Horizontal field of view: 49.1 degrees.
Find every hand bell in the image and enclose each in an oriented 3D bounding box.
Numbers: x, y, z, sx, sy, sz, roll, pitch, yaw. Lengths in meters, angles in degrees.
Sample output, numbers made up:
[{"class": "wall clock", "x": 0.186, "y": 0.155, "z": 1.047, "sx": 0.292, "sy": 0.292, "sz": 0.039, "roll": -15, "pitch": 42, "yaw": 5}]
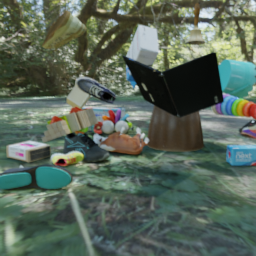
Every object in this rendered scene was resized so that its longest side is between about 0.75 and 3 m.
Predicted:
[{"class": "hand bell", "x": 1.863, "y": -2.858, "z": 7.686, "sx": 0.546, "sy": 1.048, "sz": 0.546, "roll": 1, "pitch": 5, "yaw": 0}]

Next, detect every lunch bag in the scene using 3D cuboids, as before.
[{"class": "lunch bag", "x": -1.960, "y": -0.271, "z": 15.361, "sx": 1.057, "sy": 0.899, "sz": 0.674, "roll": -4, "pitch": 11, "yaw": -22}]

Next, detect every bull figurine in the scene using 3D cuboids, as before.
[{"class": "bull figurine", "x": -0.284, "y": 0.513, "z": 10.858, "sx": 2.164, "sy": 0.705, "sz": 1.314, "roll": 11, "pitch": 38, "yaw": 30}]

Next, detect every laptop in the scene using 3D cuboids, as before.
[{"class": "laptop", "x": 1.371, "y": -1.439, "z": 8.430, "sx": 2.442, "sy": 1.261, "sz": 2.164, "roll": 33, "pitch": -15, "yaw": 38}]

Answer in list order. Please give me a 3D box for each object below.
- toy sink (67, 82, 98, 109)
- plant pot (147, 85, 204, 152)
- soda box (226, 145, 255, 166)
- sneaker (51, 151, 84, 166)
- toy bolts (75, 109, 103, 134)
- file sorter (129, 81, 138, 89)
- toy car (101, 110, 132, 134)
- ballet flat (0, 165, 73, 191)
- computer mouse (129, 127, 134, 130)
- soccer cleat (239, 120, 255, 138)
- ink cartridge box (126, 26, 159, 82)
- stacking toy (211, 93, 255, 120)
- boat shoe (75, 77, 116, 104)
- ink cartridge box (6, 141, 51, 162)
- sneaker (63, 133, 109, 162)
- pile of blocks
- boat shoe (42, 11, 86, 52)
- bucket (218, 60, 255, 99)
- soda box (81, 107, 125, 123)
[{"class": "toy sink", "x": -2.273, "y": -1.735, "z": 13.706, "sx": 0.862, "sy": 1.539, "sz": 1.003, "roll": 34, "pitch": -14, "yaw": -6}, {"class": "plant pot", "x": 2.011, "y": -0.552, "z": 11.857, "sx": 2.444, "sy": 2.615, "sz": 2.444, "roll": 0, "pitch": 10, "yaw": 0}, {"class": "soda box", "x": 4.197, "y": 0.907, "z": 9.303, "sx": 1.695, "sy": 0.575, "sz": 0.544, "roll": 0, "pitch": 10, "yaw": 0}, {"class": "sneaker", "x": -1.959, "y": 1.066, "z": 9.148, "sx": 1.057, "sy": 0.413, "sz": 0.477, "roll": -7, "pitch": 22, "yaw": -18}, {"class": "toy bolts", "x": -2.043, "y": -0.209, "z": 14.505, "sx": 1.425, "sy": 1.361, "sz": 0.988, "roll": 16, "pitch": -12, "yaw": -20}, {"class": "file sorter", "x": 0.427, "y": -2.646, "z": 14.368, "sx": 0.622, "sy": 1.014, "sz": 0.703, "roll": -13, "pitch": -28, "yaw": -23}, {"class": "toy car", "x": -0.624, "y": -0.366, "z": 14.900, "sx": 1.649, "sy": 1.237, "sz": 1.443, "roll": 1, "pitch": 9, "yaw": 8}, {"class": "ballet flat", "x": -2.364, "y": 1.243, "z": 7.226, "sx": 1.888, "sy": 0.690, "sz": 0.690, "roll": -3, "pitch": 10, "yaw": -4}, {"class": "computer mouse", "x": -0.053, "y": 0.036, "z": 15.807, "sx": 0.783, "sy": 0.180, "sz": 0.550, "roll": 6, "pitch": 13, "yaw": -1}, {"class": "soccer cleat", "x": 6.122, "y": 0.158, "z": 13.441, "sx": 0.926, "sy": 0.993, "sz": 2.714, "roll": -38, "pitch": -8, "yaw": 1}, {"class": "ink cartridge box", "x": 0.503, "y": -2.812, "z": 10.856, "sx": 0.750, "sy": 1.287, "sz": 1.780, "roll": 7, "pitch": -31, "yaw": -15}, {"class": "stacking toy", "x": 3.606, "y": -0.620, "z": 9.055, "sx": 0.787, "sy": 0.787, "sz": 1.844, "roll": -5, "pitch": 17, "yaw": -27}, {"class": "boat shoe", "x": -1.148, "y": -1.381, "z": 10.264, "sx": 1.611, "sy": 0.601, "sz": 0.747, "roll": 22, "pitch": 6, "yaw": -16}, {"class": "ink cartridge box", "x": -3.579, "y": 0.836, "z": 10.104, "sx": 1.217, "sy": 0.457, "sz": 1.002, "roll": 7, "pitch": 11, "yaw": 31}, {"class": "sneaker", "x": -1.569, "y": 0.666, "z": 9.977, "sx": 2.170, "sy": 0.860, "sz": 0.818, "roll": 9, "pitch": 11, "yaw": 36}, {"class": "pile of blocks", "x": -1.662, "y": -0.193, "z": 7.881, "sx": 0.897, "sy": 0.679, "sz": 2.184, "roll": -18, "pitch": 3, "yaw": 27}, {"class": "boat shoe", "x": -2.055, "y": -2.830, "z": 8.662, "sx": 0.716, "sy": 0.838, "sz": 2.285, "roll": 25, "pitch": -10, "yaw": -28}, {"class": "bucket", "x": 4.432, "y": -2.050, "z": 11.800, "sx": 1.102, "sy": 1.695, "sz": 1.695, "roll": 9, "pitch": 8, "yaw": -9}, {"class": "soda box", "x": -1.686, "y": -0.796, "z": 18.108, "sx": 2.937, "sy": 1.004, "sz": 0.934, "roll": 4, "pitch": 11, "yaw": 25}]
